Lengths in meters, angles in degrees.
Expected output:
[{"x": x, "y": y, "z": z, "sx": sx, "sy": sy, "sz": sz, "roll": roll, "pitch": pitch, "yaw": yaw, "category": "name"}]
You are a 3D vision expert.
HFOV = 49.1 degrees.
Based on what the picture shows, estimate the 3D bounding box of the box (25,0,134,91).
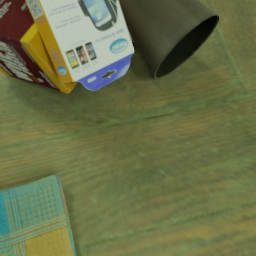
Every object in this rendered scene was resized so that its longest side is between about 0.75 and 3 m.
[{"x": -0.982, "y": -2.307, "z": 5.657, "sx": 1.780, "sy": 2.990, "sz": 0.620, "roll": -34, "pitch": 27, "yaw": -32, "category": "box"}]

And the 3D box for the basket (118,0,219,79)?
[{"x": 0.727, "y": -2.855, "z": 7.088, "sx": 1.621, "sy": 2.149, "sz": 2.383, "roll": -26, "pitch": 76, "yaw": -43, "category": "basket"}]

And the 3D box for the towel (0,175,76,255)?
[{"x": -2.152, "y": 2.535, "z": 5.969, "sx": 1.938, "sy": 0.287, "sz": 2.643, "roll": -14, "pitch": 75, "yaw": -9, "category": "towel"}]

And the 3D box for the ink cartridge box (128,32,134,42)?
[{"x": 0.175, "y": -3.289, "z": 8.409, "sx": 1.488, "sy": 0.328, "sz": 1.516, "roll": 12, "pitch": 70, "yaw": 5, "category": "ink cartridge box"}]

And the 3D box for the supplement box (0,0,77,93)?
[{"x": -2.120, "y": -2.536, "z": 6.984, "sx": 2.498, "sy": 1.659, "sz": 2.464, "roll": 19, "pitch": 68, "yaw": 30, "category": "supplement box"}]
